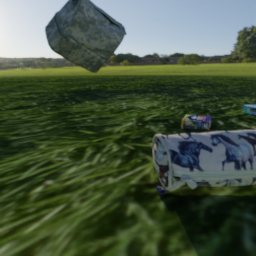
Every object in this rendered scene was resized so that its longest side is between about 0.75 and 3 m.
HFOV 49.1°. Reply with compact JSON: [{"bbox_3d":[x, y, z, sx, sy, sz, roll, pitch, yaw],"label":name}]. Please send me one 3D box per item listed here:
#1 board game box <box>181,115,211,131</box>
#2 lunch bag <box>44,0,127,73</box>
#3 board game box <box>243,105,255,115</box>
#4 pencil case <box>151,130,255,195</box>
[{"bbox_3d":[2.406,-0.204,9.837,0.920,0.316,1.113,3,14,19],"label":"board game box"},{"bbox_3d":[-1.297,-3.030,8.957,2.124,1.781,1.480,25,35,-43],"label":"lunch bag"},{"bbox_3d":[5.900,-0.731,11.985,1.099,0.342,1.456,-5,14,-21],"label":"board game box"},{"bbox_3d":[1.753,0.597,4.991,2.586,1.006,1.157,-2,37,-7],"label":"pencil case"}]
